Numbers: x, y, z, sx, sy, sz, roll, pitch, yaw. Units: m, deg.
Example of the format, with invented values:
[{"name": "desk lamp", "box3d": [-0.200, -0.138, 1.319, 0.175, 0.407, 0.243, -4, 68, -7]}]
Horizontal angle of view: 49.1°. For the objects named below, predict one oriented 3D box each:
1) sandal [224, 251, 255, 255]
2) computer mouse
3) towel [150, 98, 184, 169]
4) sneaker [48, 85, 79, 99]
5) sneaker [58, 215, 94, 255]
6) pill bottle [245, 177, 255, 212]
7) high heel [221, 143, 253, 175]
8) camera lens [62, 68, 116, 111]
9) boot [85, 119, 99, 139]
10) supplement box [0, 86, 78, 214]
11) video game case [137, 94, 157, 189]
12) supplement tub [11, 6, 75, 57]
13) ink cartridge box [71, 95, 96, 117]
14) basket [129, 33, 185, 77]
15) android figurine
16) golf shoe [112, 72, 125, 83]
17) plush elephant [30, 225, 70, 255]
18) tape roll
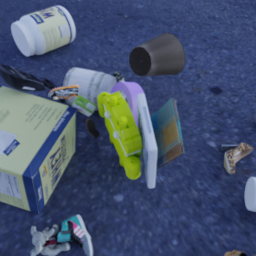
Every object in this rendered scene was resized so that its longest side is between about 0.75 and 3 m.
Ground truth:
[{"name": "sandal", "box3d": [2.476, 3.461, 6.746, 2.639, 1.078, 0.720, -14, 24, -4]}, {"name": "computer mouse", "box3d": [-2.987, -1.254, 8.991, 1.618, 0.530, 2.305, 36, 12, 24]}, {"name": "towel", "box3d": [0.972, 0.158, 7.247, 0.170, 1.146, 1.563, 12, 57, -27]}, {"name": "sneaker", "box3d": [-1.850, -0.988, 8.081, 0.905, 0.354, 0.350, -13, 88, 1]}, {"name": "sneaker", "box3d": [-1.445, 2.902, 7.366, 0.777, 0.538, 1.287, -9, 35, -28]}, {"name": "pill bottle", "box3d": [4.596, 2.008, 7.834, 2.313, 1.280, 1.280, 7, 45, 7]}, {"name": "high heel", "box3d": [3.758, 1.022, 9.364, 1.072, 0.537, 1.504, 0, 35, 9]}, {"name": "camera lens", "box3d": [-1.569, -1.540, 11.290, 1.908, 1.526, 1.526, 12, 45, 11]}, {"name": "boot", "box3d": [-1.362, 0.000, 9.912, 0.385, 1.019, 0.375, 26, 65, 26]}, {"name": "supplement box", "box3d": [-3.429, 0.556, 8.603, 2.885, 1.939, 2.888, 17, 46, 5]}, {"name": "video game case", "box3d": [0.477, 0.390, 7.497, 0.230, 1.967, 1.788, -8, 53, -2]}, {"name": "supplement tub", "box3d": [-4.366, -4.996, 14.550, 2.731, 1.980, 1.980, -34, 54, -30]}, {"name": "ink cartridge box", "box3d": [-1.492, -0.642, 9.090, 0.653, 0.883, 0.335, 32, 65, -15]}, {"name": "basket", "box3d": [1.111, -2.777, 11.133, 2.013, 1.369, 1.815, -27, 94, -42]}, {"name": "android figurine", "box3d": [-0.238, 0.147, 8.334, 0.610, 2.972, 2.705, -20, 68, -10]}, {"name": "golf shoe", "box3d": [-0.428, -2.058, 11.790, 0.434, 0.495, 1.124, -41, 25, 0]}, {"name": "plush elephant", "box3d": [-2.153, 2.905, 7.274, 1.008, 0.780, 0.830, -23, 49, -22]}, {"name": "tape roll", "box3d": [-0.071, -0.728, 9.827, 0.566, 1.727, 1.727, -3, 41, -31]}]
